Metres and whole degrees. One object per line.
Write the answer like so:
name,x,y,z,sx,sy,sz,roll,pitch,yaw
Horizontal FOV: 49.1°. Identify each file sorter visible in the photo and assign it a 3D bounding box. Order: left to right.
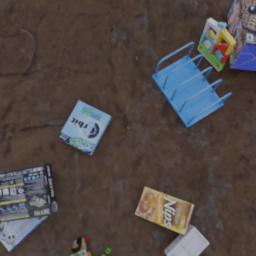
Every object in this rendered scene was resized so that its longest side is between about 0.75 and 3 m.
file sorter,2.398,-1.666,10.687,1.763,1.558,2.540,-31,78,-7

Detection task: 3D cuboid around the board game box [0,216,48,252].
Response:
board game box,-4.104,3.012,10.184,1.940,0.421,1.931,-43,81,-9

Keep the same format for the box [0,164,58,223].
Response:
box,-3.525,2.216,9.516,2.114,0.519,1.704,-13,82,14

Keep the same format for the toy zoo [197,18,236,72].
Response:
toy zoo,3.354,-3.217,10.695,0.212,2.075,1.361,-34,73,-10

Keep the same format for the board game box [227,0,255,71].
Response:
board game box,5.294,-3.756,10.905,2.323,1.411,2.914,7,64,1

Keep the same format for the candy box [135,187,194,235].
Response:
candy box,1.274,2.890,9.869,1.815,0.502,1.048,15,77,27

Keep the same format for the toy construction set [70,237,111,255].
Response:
toy construction set,-1.328,4.470,9.424,1.645,1.264,1.372,3,77,0

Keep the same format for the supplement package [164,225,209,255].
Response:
supplement package,2.013,4.160,9.759,1.347,0.738,0.766,-42,80,-9

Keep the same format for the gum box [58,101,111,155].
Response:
gum box,-1.676,-0.003,10.904,1.434,0.376,1.688,26,78,6
